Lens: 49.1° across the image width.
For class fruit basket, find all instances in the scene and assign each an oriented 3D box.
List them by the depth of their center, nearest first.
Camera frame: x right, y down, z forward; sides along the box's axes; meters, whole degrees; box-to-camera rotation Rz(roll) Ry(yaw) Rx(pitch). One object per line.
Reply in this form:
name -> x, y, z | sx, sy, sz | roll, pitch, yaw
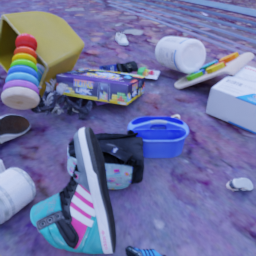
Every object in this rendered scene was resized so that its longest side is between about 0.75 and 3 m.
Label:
fruit basket -> 0.939, -2.527, 13.306 | 1.000, 0.469, 0.927 | 13, 37, 9

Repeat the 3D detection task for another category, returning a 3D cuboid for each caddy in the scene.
caddy -> 0.937, 0.188, 8.887 | 1.917, 1.006, 1.355 | 0, 34, 0

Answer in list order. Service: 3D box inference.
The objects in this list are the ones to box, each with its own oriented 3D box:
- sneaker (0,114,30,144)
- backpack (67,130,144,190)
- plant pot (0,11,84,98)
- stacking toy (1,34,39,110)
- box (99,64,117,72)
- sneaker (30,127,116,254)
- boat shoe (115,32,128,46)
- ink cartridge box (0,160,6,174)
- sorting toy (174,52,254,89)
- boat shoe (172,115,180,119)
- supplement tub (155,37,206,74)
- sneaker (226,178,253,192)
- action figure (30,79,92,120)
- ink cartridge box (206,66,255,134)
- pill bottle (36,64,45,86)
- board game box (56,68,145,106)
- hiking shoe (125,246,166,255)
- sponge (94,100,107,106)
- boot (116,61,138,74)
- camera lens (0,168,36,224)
sneaker -> -4.270, 0.147, 9.162 | 0.910, 0.782, 2.149 | -29, -2, 36
backpack -> -0.628, 0.883, 7.618 | 2.068, 1.309, 1.726 | 1, 24, -1
plant pot -> -3.320, -3.082, 11.324 | 2.534, 2.550, 2.609 | 49, 52, 3
stacking toy -> -3.276, -1.879, 8.722 | 1.068, 1.068, 2.501 | -3, 67, -5
box -> -0.807, -2.673, 13.275 | 1.060, 0.642, 0.172 | -9, 12, -11
sneaker -> -1.250, 1.415, 5.899 | 1.647, 2.727, 1.140 | -9, 7, 3
boat shoe -> -0.397, -5.672, 17.594 | 0.566, 0.653, 1.532 | -11, 36, -16
ink cartridge box -> -4.158, 1.360, 7.569 | 0.978, 0.567, 1.325 | 13, 38, 22
sorting toy -> 3.717, -2.590, 12.315 | 2.789, 0.509, 2.581 | -8, 21, 47
boat shoe -> 1.477, -0.214, 9.823 | 0.832, 0.307, 0.288 | -26, 11, 36
supplement tub -> 2.375, -3.428, 13.013 | 1.495, 1.495, 2.265 | -12, 25, -17
sneaker -> 2.974, 1.528, 7.505 | 0.861, 0.342, 0.338 | 14, 57, -33
action figure -> -2.584, -1.032, 9.691 | 2.527, 1.289, 1.502 | 11, 15, -44
ink cartridge box -> 4.605, -1.200, 10.656 | 2.040, 1.196, 2.786 | 29, 43, 31
pill bottle -> -3.910, -1.740, 10.815 | 0.958, 0.958, 1.728 | 13, 38, 18
board game box -> -1.021, -1.762, 11.339 | 2.916, 0.827, 2.410 | 11, 19, 15
hiking shoe -> 0.385, 2.715, 5.902 | 0.923, 0.343, 0.400 | 23, 32, 14
sponge -> -0.955, -1.155, 11.583 | 0.826, 0.123, 0.461 | -13, 37, -19
boot -> 0.037, -2.549, 12.944 | 0.952, 0.479, 1.274 | -8, 68, -18
camera lens -> -2.953, 1.625, 6.732 | 0.989, 0.989, 1.236 | 18, 32, 23
